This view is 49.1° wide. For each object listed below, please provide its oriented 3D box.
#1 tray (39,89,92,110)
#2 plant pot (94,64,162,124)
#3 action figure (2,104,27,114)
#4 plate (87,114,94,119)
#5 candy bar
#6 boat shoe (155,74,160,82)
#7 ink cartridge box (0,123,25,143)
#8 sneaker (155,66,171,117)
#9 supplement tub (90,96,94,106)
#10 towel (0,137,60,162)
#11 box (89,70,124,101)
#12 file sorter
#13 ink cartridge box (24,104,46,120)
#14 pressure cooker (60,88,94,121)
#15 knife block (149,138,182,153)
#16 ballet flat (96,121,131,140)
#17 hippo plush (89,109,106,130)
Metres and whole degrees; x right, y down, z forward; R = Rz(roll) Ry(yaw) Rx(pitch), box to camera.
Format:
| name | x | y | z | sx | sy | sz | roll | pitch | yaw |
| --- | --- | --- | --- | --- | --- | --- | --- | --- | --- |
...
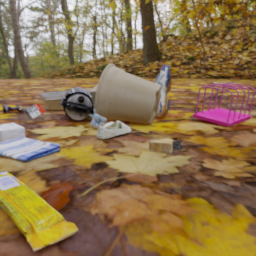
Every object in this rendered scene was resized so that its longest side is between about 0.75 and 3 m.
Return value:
| name | x | y | z | sx | sy | sz | roll | pitch | yaw |
| --- | --- | --- | --- | --- | --- | --- | --- | --- | --- |
| tray | -3.219 | -1.434 | 15.185 | 2.825 | 0.313 | 1.517 | -5 | -28 | -2 |
| plant pot | 0.111 | -1.239 | 12.087 | 2.353 | 2.571 | 2.571 | 15 | 16 | 11 |
| action figure | -5.902 | -0.997 | 14.583 | 1.179 | 0.409 | 0.767 | -3 | -15 | -24 |
| plate | -1.764 | -0.848 | 14.341 | 2.492 | 0.318 | 2.492 | -1 | 13 | 0 |
| candy bar | -1.952 | 1.299 | 4.970 | 0.722 | 0.321 | 2.894 | -11 | 17 | -41 |
| boat shoe | 1.793 | -1.931 | 15.042 | 0.810 | 2.244 | 0.812 | 16 | 5 | -23 |
| ink cartridge box | -4.092 | 0.171 | 9.546 | 0.803 | 0.463 | 1.099 | -11 | 17 | -39 |
| sneaker | 1.436 | -1.856 | 13.753 | 1.177 | 2.670 | 1.005 | 4 | -17 | 22 |
| supplement tub | -2.238 | -1.325 | 14.280 | 0.969 | 0.699 | 0.699 | 10 | 16 | 29 |
| towel | -3.088 | 0.594 | 8.284 | 1.824 | 0.217 | 1.339 | 9 | 16 | 33 |
| box | -0.902 | -2.011 | 14.249 | 0.812 | 0.992 | 2.088 | 7 | 42 | 37 |
| file sorter | 4.376 | -1.159 | 12.609 | 1.689 | 1.524 | 2.430 | 21 | 23 | 40 |
| ink cartridge box | -4.016 | -0.735 | 12.213 | 0.228 | 0.494 | 0.906 | -33 | 5 | 40 |
| pressure cooker | -2.273 | -1.046 | 12.584 | 1.370 | 1.392 | 1.558 | -28 | 24 | -5 |
| knife block | 1.158 | 0.495 | 8.527 | 0.932 | 0.298 | 0.818 | 3 | 13 | 16 |
| ballet flat | -0.454 | 0.034 | 10.007 | 0.594 | 0.594 | 1.656 | 10 | 16 | 37 |
| hippo plush | -1.217 | -0.225 | 11.270 | 0.789 | 0.628 | 0.634 | 38 | -8 | 12 |
